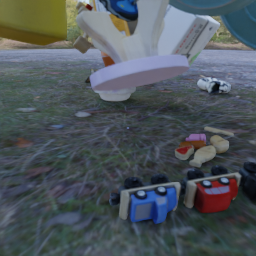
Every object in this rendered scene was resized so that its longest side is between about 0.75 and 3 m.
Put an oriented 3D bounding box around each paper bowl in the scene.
[{"bbox_3d":[-0.502,-1.492,10.600,1.538,0.800,1.538,0,19,0],"label":"paper bowl"}]

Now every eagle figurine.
[{"bbox_3d":[-1.770,-2.657,14.490,0.820,0.816,1.081,-34,41,27],"label":"eagle figurine"}]

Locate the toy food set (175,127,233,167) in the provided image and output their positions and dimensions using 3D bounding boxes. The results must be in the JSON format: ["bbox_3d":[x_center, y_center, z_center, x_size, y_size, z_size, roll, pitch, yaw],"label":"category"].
[{"bbox_3d":[1.549,0.412,5.964,1.525,0.240,0.969,-25,30,-37],"label":"toy food set"}]

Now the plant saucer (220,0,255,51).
[{"bbox_3d":[3.114,-2.823,6.276,0.409,2.984,2.984,-44,36,-17],"label":"plant saucer"}]

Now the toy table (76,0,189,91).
[{"bbox_3d":[0.109,-1.449,5.059,1.930,1.230,2.100,-16,1,38],"label":"toy table"}]

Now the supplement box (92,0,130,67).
[{"bbox_3d":[-0.413,-2.802,8.057,0.893,0.864,2.596,-12,60,6],"label":"supplement box"}]

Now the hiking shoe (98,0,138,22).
[{"bbox_3d":[-0.337,-3.313,6.218,0.900,2.076,0.772,-13,39,49],"label":"hiking shoe"}]

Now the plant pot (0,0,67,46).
[{"bbox_3d":[-2.833,-3.261,6.775,1.974,2.239,2.238,-7,14,-30],"label":"plant pot"}]

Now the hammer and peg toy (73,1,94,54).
[{"bbox_3d":[-1.201,-4.263,9.971,1.039,2.947,2.167,31,19,-27],"label":"hammer and peg toy"}]

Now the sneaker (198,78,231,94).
[{"bbox_3d":[3.449,-1.789,11.793,1.465,0.585,0.953,29,24,36],"label":"sneaker"}]

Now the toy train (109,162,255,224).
[{"bbox_3d":[1.182,0.924,4.085,2.914,0.497,0.667,-5,31,-16],"label":"toy train"}]

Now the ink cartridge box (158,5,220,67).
[{"bbox_3d":[1.552,-2.833,8.920,1.176,2.037,2.800,43,31,14],"label":"ink cartridge box"}]

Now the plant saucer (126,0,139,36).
[{"bbox_3d":[0.390,-3.778,9.245,1.847,1.847,0.272,3,-13,9],"label":"plant saucer"}]

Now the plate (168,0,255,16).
[{"bbox_3d":[1.133,-2.348,4.051,2.016,0.258,2.016,15,-23,7],"label":"plate"}]
